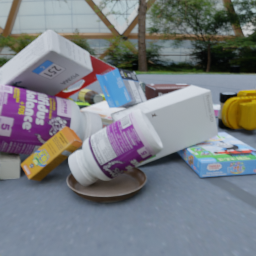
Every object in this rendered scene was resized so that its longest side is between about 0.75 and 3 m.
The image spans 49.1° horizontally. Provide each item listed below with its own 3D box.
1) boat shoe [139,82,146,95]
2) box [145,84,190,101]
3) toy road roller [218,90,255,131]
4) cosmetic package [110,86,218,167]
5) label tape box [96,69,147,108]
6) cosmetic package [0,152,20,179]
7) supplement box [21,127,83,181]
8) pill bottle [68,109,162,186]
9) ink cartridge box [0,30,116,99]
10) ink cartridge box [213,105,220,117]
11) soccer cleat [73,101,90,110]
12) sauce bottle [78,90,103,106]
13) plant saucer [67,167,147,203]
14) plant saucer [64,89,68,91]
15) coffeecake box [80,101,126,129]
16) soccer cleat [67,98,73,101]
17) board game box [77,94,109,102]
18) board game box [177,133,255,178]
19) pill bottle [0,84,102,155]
[{"bbox_3d":[0.802,-1.303,10.263,0.367,1.007,0.311,-50,20,-29],"label":"boat shoe"},{"bbox_3d":[1.419,-0.516,9.482,1.507,1.816,1.491,-3,15,-7],"label":"box"},{"bbox_3d":[4.600,-0.589,10.546,2.311,1.420,1.687,-6,16,-14],"label":"toy road roller"},{"bbox_3d":[0.967,-0.093,7.551,2.545,1.370,1.080,-20,19,-9],"label":"cosmetic package"},{"bbox_3d":[-0.136,-1.065,7.692,0.442,1.007,1.397,-28,-11,30],"label":"label tape box"},{"bbox_3d":[-2.942,0.847,6.871,0.538,0.454,1.041,2,12,-22],"label":"cosmetic package"},{"bbox_3d":[-1.681,0.586,6.188,0.446,1.341,0.461,50,4,20],"label":"supplement box"},{"bbox_3d":[-0.288,0.470,5.839,1.821,1.022,1.022,-31,10,11],"label":"pill bottle"},{"bbox_3d":[-2.109,-1.188,7.752,2.897,0.648,2.553,-24,-23,30],"label":"ink cartridge box"},{"bbox_3d":[4.819,-0.814,13.379,2.190,0.459,1.307,-1,14,9],"label":"ink cartridge box"},{"bbox_3d":[-2.472,-0.436,10.561,0.967,1.160,2.863,8,13,32],"label":"soccer cleat"},{"bbox_3d":[-1.874,-1.492,13.934,0.765,0.765,2.363,-6,14,-23],"label":"sauce bottle"},{"bbox_3d":[-0.451,1.171,6.040,1.697,0.272,1.697,0,15,0],"label":"plant saucer"},{"bbox_3d":[-3.707,-1.412,12.096,2.222,2.222,0.345,-8,19,-27],"label":"plant saucer"},{"bbox_3d":[-0.588,-0.226,9.889,1.782,0.848,2.322,13,18,17],"label":"coffeecake box"},{"bbox_3d":[-1.761,-0.076,8.349,0.680,1.627,0.526,9,-4,17],"label":"soccer cleat"},{"bbox_3d":[-1.990,-1.646,16.585,0.950,0.445,1.870,12,19,39],"label":"board game box"},{"bbox_3d":[2.376,0.655,7.708,1.784,0.432,2.359,-3,14,-8],"label":"board game box"},{"bbox_3d":[-2.162,-0.073,7.035,2.820,1.583,1.583,11,8,-29],"label":"pill bottle"}]
